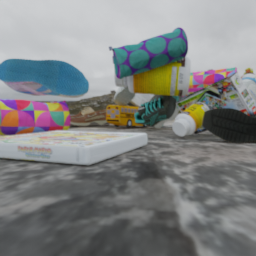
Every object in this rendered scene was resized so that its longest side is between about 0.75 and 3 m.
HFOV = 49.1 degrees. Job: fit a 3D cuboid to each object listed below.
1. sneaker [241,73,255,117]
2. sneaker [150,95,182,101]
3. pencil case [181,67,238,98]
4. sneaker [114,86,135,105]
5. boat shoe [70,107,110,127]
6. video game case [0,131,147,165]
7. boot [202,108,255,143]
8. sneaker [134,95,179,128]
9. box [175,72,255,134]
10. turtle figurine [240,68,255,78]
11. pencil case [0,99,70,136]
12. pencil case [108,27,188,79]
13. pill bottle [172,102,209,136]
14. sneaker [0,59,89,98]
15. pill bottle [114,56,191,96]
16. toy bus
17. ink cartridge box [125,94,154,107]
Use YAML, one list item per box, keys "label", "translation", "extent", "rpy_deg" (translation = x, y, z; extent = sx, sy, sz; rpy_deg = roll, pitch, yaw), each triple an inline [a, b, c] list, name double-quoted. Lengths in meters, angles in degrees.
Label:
- label: "sneaker"
  translation: [3.878, -0.644, 8.817]
  extent: [0.875, 2.018, 0.757]
  rpy_deg: [-48, 27, -26]
- label: "sneaker"
  translation: [2.058, -1.231, 12.444]
  extent: [2.512, 0.939, 1.334]
  rpy_deg: [-34, -27, -2]
- label: "pencil case"
  translation: [2.920, -1.637, 10.372]
  extent: [2.239, 0.990, 0.990]
  rpy_deg: [-5, 1, 26]
- label: "sneaker"
  translation: [-0.016, -1.702, 11.150]
  extent: [0.715, 0.753, 1.871]
  rpy_deg: [14, -47, -27]
- label: "boat shoe"
  translation: [-2.056, -0.561, 13.827]
  extent: [2.615, 0.939, 0.990]
  rpy_deg: [-3, 5, -40]
- label: "video game case"
  translation: [-1.168, 0.288, 5.501]
  extent: [2.422, 0.305, 2.661]
  rpy_deg: [1, 4, 22]
- label: "boot"
  translation: [2.954, 0.024, 7.269]
  extent: [2.065, 0.800, 1.428]
  rpy_deg: [14, 2, 13]
- label: "sneaker"
  translation: [0.976, -0.628, 10.243]
  extent: [1.190, 1.012, 2.609]
  rpy_deg: [1, -22, -17]
- label: "box"
  translation: [2.526, -0.630, 8.247]
  extent: [0.394, 1.248, 2.267]
  rpy_deg: [-36, 6, -31]
- label: "turtle figurine"
  translation: [4.237, -1.235, 9.633]
  extent: [0.911, 2.830, 2.282]
  rpy_deg: [32, -28, 1]
- label: "pencil case"
  translation: [-3.087, -0.327, 8.479]
  extent: [2.681, 1.185, 1.185]
  rpy_deg: [-2, 4, -42]
- label: "pencil case"
  translation: [0.575, -2.100, 7.831]
  extent: [2.122, 0.903, 0.981]
  rpy_deg: [-18, 48, -3]
- label: "pill bottle"
  translation: [1.721, -0.220, 7.701]
  extent: [0.628, 0.628, 1.149]
  rpy_deg: [4, 29, 47]
- label: "sneaker"
  translation: [-2.592, -1.518, 8.977]
  extent: [2.807, 1.074, 1.134]
  rpy_deg: [11, -12, 4]
- label: "pill bottle"
  translation: [0.754, -1.665, 8.764]
  extent: [2.266, 1.238, 1.238]
  rpy_deg: [4, 4, 7]
- label: "toy bus"
  translation: [0.043, -0.474, 12.196]
  extent: [0.747, 0.898, 2.294]
  rpy_deg: [3, 2, 37]
- label: "ink cartridge box"
  translation: [1.184, -1.967, 13.712]
  extent: [2.416, 2.973, 0.848]
  rpy_deg: [34, -27, -22]
